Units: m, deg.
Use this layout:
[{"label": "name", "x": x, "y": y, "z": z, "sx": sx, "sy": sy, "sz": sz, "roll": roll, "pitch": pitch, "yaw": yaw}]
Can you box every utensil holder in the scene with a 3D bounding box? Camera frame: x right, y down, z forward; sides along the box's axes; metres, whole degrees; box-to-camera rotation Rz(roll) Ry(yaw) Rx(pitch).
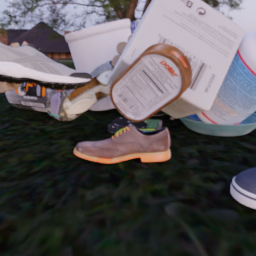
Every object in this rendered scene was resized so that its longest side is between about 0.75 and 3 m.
[{"label": "utensil holder", "x": -0.811, "y": -2.379, "z": 10.737, "sx": 2.452, "sy": 2.885, "sz": 2.452, "roll": -13, "pitch": 19, "yaw": 5}]

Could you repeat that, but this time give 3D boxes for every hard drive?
[{"label": "hard drive", "x": 0.231, "y": -0.052, "z": 8.258, "sx": 1.432, "sy": 0.271, "sz": 1.000, "roll": 3, "pitch": 17, "yaw": 13}]

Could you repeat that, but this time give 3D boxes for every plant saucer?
[{"label": "plant saucer", "x": 2.690, "y": -0.192, "z": 8.385, "sx": 2.432, "sy": 0.437, "sz": 2.432, "roll": 1, "pitch": 15, "yaw": 0}]

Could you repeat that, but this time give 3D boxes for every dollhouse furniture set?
[{"label": "dollhouse furniture set", "x": -3.405, "y": -1.561, "z": 7.562, "sx": 0.897, "sy": 1.047, "sz": 1.101, "roll": -25, "pitch": 10, "yaw": -41}]

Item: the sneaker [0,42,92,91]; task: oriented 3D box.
[{"label": "sneaker", "x": -1.715, "y": -1.226, "z": 5.552, "sx": 2.101, "sy": 0.833, "sz": 0.776, "roll": 8, "pitch": -6, "yaw": -23}]

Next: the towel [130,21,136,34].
[{"label": "towel", "x": 0.486, "y": -2.657, "z": 10.738, "sx": 0.282, "sy": 1.715, "sz": 2.369, "roll": -11, "pitch": 61, "yaw": 6}]

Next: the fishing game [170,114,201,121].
[{"label": "fishing game", "x": 2.483, "y": -0.757, "z": 8.935, "sx": 2.255, "sy": 0.350, "sz": 1.614, "roll": -1, "pitch": 36, "yaw": 13}]

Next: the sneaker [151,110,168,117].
[{"label": "sneaker", "x": 1.442, "y": -0.788, "z": 10.207, "sx": 2.307, "sy": 0.807, "sz": 1.038, "roll": -15, "pitch": -16, "yaw": -7}]

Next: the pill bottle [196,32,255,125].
[{"label": "pill bottle", "x": 3.025, "y": -1.303, "z": 7.060, "sx": 1.598, "sy": 2.939, "sz": 1.598, "roll": 15, "pitch": 52, "yaw": -21}]

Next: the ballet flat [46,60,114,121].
[{"label": "ballet flat", "x": -0.973, "y": -1.031, "z": 8.019, "sx": 2.759, "sy": 0.992, "sz": 0.992, "roll": -36, "pitch": 31, "yaw": -21}]

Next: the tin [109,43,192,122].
[{"label": "tin", "x": 0.376, "y": -0.806, "z": 5.507, "sx": 1.954, "sy": 1.094, "sz": 0.409, "roll": -36, "pitch": 13, "yaw": 47}]

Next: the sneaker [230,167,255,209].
[{"label": "sneaker", "x": 3.071, "y": 0.643, "z": 4.540, "sx": 2.791, "sy": 1.108, "sz": 1.095, "roll": -3, "pitch": 18, "yaw": -4}]

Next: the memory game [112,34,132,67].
[{"label": "memory game", "x": 0.559, "y": -1.787, "z": 7.960, "sx": 2.067, "sy": 2.067, "sz": 0.132, "roll": -1, "pitch": -11, "yaw": -5}]

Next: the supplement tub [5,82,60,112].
[{"label": "supplement tub", "x": -3.101, "y": -1.376, "z": 10.448, "sx": 2.551, "sy": 1.563, "sz": 1.563, "roll": 7, "pitch": 18, "yaw": 22}]

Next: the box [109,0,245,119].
[{"label": "box", "x": 1.078, "y": -1.727, "z": 6.817, "sx": 2.210, "sy": 2.221, "sz": 1.903, "roll": 29, "pitch": -10, "yaw": -9}]

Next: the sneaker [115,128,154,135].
[{"label": "sneaker", "x": 0.272, "y": 0.260, "z": 6.810, "sx": 1.354, "sy": 0.501, "sz": 0.566, "roll": -6, "pitch": 14, "yaw": -21}]

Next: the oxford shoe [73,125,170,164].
[{"label": "oxford shoe", "x": -0.126, "y": 0.308, "z": 6.131, "sx": 2.115, "sy": 0.771, "sz": 0.754, "roll": -2, "pitch": 14, "yaw": -8}]
